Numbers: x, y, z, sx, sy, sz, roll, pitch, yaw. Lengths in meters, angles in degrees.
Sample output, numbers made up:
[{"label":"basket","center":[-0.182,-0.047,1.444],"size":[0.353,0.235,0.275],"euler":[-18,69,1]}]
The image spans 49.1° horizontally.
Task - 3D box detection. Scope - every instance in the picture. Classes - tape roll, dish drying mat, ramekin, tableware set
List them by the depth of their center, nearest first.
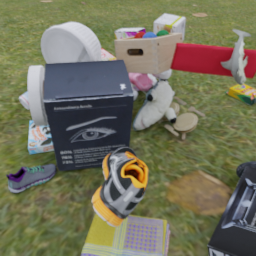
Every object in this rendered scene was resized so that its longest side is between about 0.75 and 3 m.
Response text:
[{"label":"dish drying mat","center":[2.368,-1.807,7.535],"size":[2.342,0.899,0.213],"euler":[5,49,-2]},{"label":"tape roll","center":[-2.523,-0.906,8.011],"size":[0.320,1.752,1.752],"euler":[-3,36,-8]},{"label":"tableware set","center":[1.708,-0.322,9.779],"size":[1.245,0.377,1.883],"euler":[-35,36,-7]},{"label":"ramekin","center":[-2.099,-2.957,10.902],"size":[2.351,2.351,1.095],"euler":[16,45,21]}]

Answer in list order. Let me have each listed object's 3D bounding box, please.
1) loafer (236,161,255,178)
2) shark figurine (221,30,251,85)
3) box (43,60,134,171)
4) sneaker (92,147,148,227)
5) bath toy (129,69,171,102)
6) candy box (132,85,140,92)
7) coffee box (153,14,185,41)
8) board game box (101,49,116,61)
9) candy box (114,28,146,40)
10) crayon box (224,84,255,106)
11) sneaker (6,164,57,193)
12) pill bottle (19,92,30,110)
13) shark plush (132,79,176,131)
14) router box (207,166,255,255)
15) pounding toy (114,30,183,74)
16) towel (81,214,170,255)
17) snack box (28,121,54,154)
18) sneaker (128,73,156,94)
[{"label":"loafer","center":[3.857,1.335,7.327],"size":[1.933,0.656,0.678],"euler":[10,28,8]},{"label":"shark figurine","center":[2.721,-1.816,7.228],"size":[0.607,1.454,0.869],"euler":[7,16,37]},{"label":"box","center":[-1.024,-0.263,7.514],"size":[2.058,2.781,1.451],"euler":[-4,48,-10]},{"label":"sneaker","center":[0.011,1.008,6.009],"size":[0.985,0.972,2.516],"euler":[39,18,-11]},{"label":"bath toy","center":[0.291,-1.633,10.000],"size":[2.646,1.151,0.978],"euler":[-32,-1,-10]},{"label":"candy box","center":[-0.576,-2.085,11.988],"size":[1.758,0.750,2.096],"euler":[-29,45,-35]},{"label":"coffee box","center":[1.395,-3.294,9.562],"size":[0.816,0.824,0.825],"euler":[21,48,24]},{"label":"board game box","center":[-1.513,-3.293,13.913],"size":[1.530,0.468,2.019],"euler":[-20,40,-25]},{"label":"candy box","center":[0.151,-3.790,12.463],"size":[0.518,1.158,1.698],"euler":[-29,30,-26]},{"label":"crayon box","center":[4.722,-1.428,11.456],"size":[0.832,0.333,1.310],"euler":[-23,41,-29]},{"label":"sneaker","center":[-2.552,1.226,7.528],"size":[1.352,0.592,0.503],"euler":[-26,44,-34]},{"label":"pill bottle","center":[-3.156,-1.075,9.469],"size":[0.508,0.508,0.935],"euler":[29,59,34]},{"label":"shark plush","center":[0.881,-1.176,10.087],"size":[1.328,1.217,2.923],"euler":[32,46,-27]},{"label":"router box","center":[3.217,2.029,5.857],"size":[2.164,0.719,2.752],"euler":[7,34,38]},{"label":"pounding toy","center":[0.111,-2.214,8.276],"size":[2.107,1.097,2.399],"euler":[12,28,37]},{"label":"towel","center":[-0.151,2.785,5.647],"size":[1.793,0.284,2.497],"euler":[8,36,10]},{"label":"snack box","center":[-2.780,0.230,9.190],"size":[0.888,0.284,1.528],"euler":[-9,37,-12]},{"label":"sneaker","center":[0.768,-2.108,11.177],"size":[1.039,2.091,0.815],"euler":[-54,15,-27]}]
